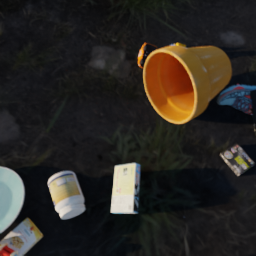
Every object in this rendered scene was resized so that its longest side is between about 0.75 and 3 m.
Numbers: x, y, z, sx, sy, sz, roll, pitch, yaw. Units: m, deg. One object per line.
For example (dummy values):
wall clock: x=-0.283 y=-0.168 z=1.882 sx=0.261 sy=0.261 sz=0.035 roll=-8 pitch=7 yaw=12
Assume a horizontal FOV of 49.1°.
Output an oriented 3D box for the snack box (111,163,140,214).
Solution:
snack box: x=-0.068 y=1.698 z=7.844 sx=0.775 sy=0.248 sz=1.334 roll=-13 pitch=61 yaw=36

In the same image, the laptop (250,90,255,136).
laptop: x=5.805 y=-0.213 z=9.735 sx=2.346 sy=1.367 sz=2.647 roll=-11 pitch=97 yaw=-7

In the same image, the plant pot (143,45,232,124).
plant pot: x=2.308 y=-1.808 z=10.132 sx=2.431 sy=2.656 sz=2.656 roll=-25 pitch=63 yaw=-27

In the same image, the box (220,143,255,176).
box: x=3.790 y=1.095 z=9.730 sx=0.748 sy=0.207 sz=0.934 roll=-29 pitch=64 yaw=-15

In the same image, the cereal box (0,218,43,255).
cereal box: x=-3.220 y=3.369 z=8.444 sx=0.758 sy=0.208 sz=1.054 roll=40 pitch=68 yaw=20

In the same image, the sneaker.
sneaker: x=4.487 y=-1.015 z=10.533 sx=2.282 sy=0.905 sz=1.090 roll=-4 pitch=62 yaw=-2

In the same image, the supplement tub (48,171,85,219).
supplement tub: x=-1.912 y=2.099 z=8.755 sx=0.912 sy=0.912 sz=1.263 roll=-21 pitch=62 yaw=-11

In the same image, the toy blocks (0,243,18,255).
toy blocks: x=-3.617 y=3.825 z=7.943 sx=1.209 sy=0.439 sz=1.008 roll=28 pitch=83 yaw=15

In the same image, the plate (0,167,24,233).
plate: x=-4.508 y=2.387 z=8.744 sx=2.607 sy=0.333 sz=2.607 roll=-2 pitch=50 yaw=2

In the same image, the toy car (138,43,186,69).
toy car: x=1.355 y=-3.071 z=12.035 sx=2.186 sy=1.072 sz=0.727 roll=-8 pitch=15 yaw=-23
